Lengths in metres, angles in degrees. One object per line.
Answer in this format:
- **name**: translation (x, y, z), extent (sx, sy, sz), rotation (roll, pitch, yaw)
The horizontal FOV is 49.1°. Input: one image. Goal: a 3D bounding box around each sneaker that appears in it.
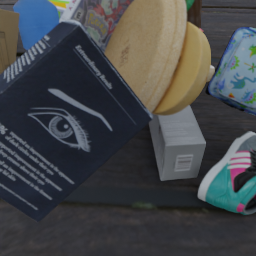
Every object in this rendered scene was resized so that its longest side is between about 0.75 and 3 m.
- **sneaker**: translation (2.773, 1.046, 6.290), extent (1.411, 0.977, 2.337), rotation (27, 55, 36)

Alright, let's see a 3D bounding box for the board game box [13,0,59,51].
- **board game box**: translation (-2.154, -2.425, 6.742), extent (1.070, 1.354, 0.264), rotation (-22, 18, -37)

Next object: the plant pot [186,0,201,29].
- **plant pot**: translation (1.576, -3.074, 7.858), extent (1.118, 1.196, 1.118), rotation (-16, 39, 13)

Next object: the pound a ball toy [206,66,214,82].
- **pound a ball toy**: translation (4.141, -2.024, 9.957), extent (2.459, 1.045, 1.604), rotation (-14, 42, -17)

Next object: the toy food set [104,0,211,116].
- **toy food set**: translation (0.223, -1.204, 5.075), extent (0.698, 2.871, 2.842), rotation (16, 56, -26)

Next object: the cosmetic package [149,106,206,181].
- **cosmetic package**: translation (1.155, 0.072, 7.300), extent (1.050, 1.244, 2.329), rotation (-4, 38, -6)

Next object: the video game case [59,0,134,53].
- **video game case**: translation (-0.380, -2.565, 5.872), extent (0.230, 1.822, 2.000), rotation (35, 9, 20)

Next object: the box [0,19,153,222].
- **box**: translation (-0.874, -0.106, 3.193), extent (1.812, 1.341, 0.945), rotation (-41, 31, -3)

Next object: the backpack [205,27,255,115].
- **backpack**: translation (2.740, -1.041, 5.772), extent (1.790, 1.638, 1.316), rotation (26, 21, 9)

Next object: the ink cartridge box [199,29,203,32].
- **ink cartridge box**: translation (2.398, -4.271, 12.924), extent (1.644, 0.681, 1.205), rotation (-12, 41, -14)

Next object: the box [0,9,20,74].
- **box**: translation (-2.634, -1.245, 5.475), extent (0.222, 2.086, 1.705), rotation (12, 17, -3)

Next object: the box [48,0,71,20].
- **box**: translation (-1.341, -3.248, 8.675), extent (2.364, 1.330, 1.198), rotation (14, 52, -4)
